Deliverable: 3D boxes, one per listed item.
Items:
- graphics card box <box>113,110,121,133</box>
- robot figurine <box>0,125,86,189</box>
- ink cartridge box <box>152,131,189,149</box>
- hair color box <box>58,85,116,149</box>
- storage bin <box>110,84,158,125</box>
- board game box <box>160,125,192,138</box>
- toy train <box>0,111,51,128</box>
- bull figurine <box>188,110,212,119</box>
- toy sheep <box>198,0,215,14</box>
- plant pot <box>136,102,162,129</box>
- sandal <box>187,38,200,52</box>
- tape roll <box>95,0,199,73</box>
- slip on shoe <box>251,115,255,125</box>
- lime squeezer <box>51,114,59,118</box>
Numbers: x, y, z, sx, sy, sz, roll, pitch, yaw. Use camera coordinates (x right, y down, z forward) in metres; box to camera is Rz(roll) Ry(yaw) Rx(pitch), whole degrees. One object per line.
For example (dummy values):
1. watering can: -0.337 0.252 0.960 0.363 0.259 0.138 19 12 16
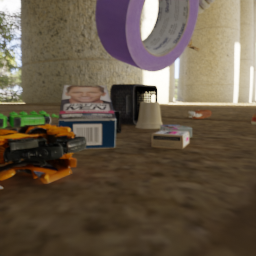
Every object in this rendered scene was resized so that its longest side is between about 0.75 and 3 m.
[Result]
1. graphics card box: -1.308 -0.279 9.113 1.736 0.704 2.767 -2 6 -13
2. robot figurine: -1.740 0.372 3.457 2.400 0.699 1.740 -6 9 -38
3. ink cartridge box: 0.959 0.249 6.242 0.678 0.309 0.823 1 6 21
4. hair color box: -1.013 -0.366 6.754 1.190 0.720 2.379 -1 25 -10
5. storage bin: 0.296 -0.999 11.632 1.087 1.568 2.319 4 8 29
6. board game box: 1.312 0.092 7.818 0.627 0.273 0.850 -1 6 -13
7. toy train: -3.990 -0.284 10.216 2.534 0.529 0.715 -6 19 -42
8. bull figurine: 3.460 -0.674 13.826 1.311 0.427 0.796 -2 7 -19
9. toy sheep: 1.868 -3.794 8.059 1.685 1.162 1.162 -12 -2 38
10. plant pot: 0.751 -0.462 9.865 0.986 0.902 0.986 0 7 0
11. sandal: 1.860 -2.676 8.646 1.070 0.352 0.392 7 25 -36
12. tape roll: 0.508 -2.637 6.571 2.462 2.462 1.046 -7 30 -46
13. slip on shoe: 5.412 -0.358 11.098 1.382 0.423 0.512 -2 5 -31
14. lime squeezer: -3.771 -0.623 14.472 0.359 0.192 1.016 -2 6 -13
